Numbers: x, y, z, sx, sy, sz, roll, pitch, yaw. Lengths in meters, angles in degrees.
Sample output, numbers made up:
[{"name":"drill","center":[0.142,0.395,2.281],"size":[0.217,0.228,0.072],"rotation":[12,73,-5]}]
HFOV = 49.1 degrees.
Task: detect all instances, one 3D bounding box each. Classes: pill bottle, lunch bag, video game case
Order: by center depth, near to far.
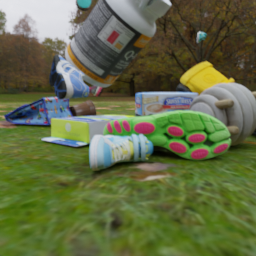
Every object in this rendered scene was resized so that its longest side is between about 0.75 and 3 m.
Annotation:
[{"name":"video game case","center":[0.766,-2.751,5.078],"size":[1.081,0.139,1.189],"rotation":[-43,2,-18]},{"name":"pill bottle","center":[-0.303,-2.548,7.401],"size":[2.808,1.634,1.634],"rotation":[-44,-18,29]},{"name":"lunch bag","center":[-4.291,-0.610,13.245],"size":[2.600,1.223,1.957],"rotation":[-10,4,22]}]

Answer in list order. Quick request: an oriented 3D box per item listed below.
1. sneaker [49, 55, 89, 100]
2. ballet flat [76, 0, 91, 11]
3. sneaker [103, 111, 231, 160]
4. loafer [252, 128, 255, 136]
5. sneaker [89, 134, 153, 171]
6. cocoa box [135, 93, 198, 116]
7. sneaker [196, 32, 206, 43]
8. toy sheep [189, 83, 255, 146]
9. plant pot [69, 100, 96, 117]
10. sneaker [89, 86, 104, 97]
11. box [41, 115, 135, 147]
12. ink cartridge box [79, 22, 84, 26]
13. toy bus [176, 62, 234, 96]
[{"name":"sneaker","center":[-1.204,-0.974,5.534],"size":[0.565,0.555,1.467],"rotation":[3,37,-29]},{"name":"ballet flat","center":[-1.209,-3.456,7.555],"size":[0.417,1.225,0.419],"rotation":[9,-32,-17]},{"name":"sneaker","center":[0.888,0.076,6.663],"size":[2.944,1.130,1.233],"rotation":[4,12,20]},{"name":"loafer","center":[4.395,-0.304,9.785],"size":[0.975,1.008,2.871],"rotation":[-10,6,1]},{"name":"sneaker","center":[-0.088,0.440,5.568],"size":[1.092,0.666,1.673],"rotation":[0,8,11]},{"name":"cocoa box","center":[1.464,-0.654,11.042],"size":[2.230,1.463,1.487],"rotation":[-1,7,-7]},{"name":"sneaker","center":[3.182,-3.960,12.194],"size":[0.376,0.366,0.945],"rotation":[17,41,17]},{"name":"toy sheep","center":[2.596,-0.346,7.592],"size":[2.743,1.891,1.891],"rotation":[-9,10,-24]},{"name":"plant pot","center":[-2.376,-0.788,14.254],"size":[1.090,1.101,1.101],"rotation":[-15,15,-37]},{"name":"sneaker","center":[-1.074,-1.894,10.922],"size":[0.495,1.325,0.534],"rotation":[27,-6,0]},{"name":"box","center":[-0.984,0.006,8.931],"size":[1.820,0.711,2.985],"rotation":[5,8,41]},{"name":"ink cartridge box","center":[-1.089,-4.048,11.056],"size":[1.537,0.517,0.900],"rotation":[-9,10,31]},{"name":"toy bus","center":[3.690,-1.075,12.359],"size":[1.897,2.796,2.684],"rotation":[-35,52,-20]}]
